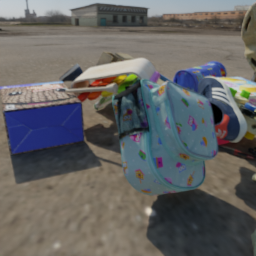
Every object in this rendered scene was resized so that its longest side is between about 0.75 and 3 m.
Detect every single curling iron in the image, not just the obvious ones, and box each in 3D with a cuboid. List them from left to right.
[{"bbox_3d":[2.599,0.540,6.738,1.133,0.145,0.281,7,64,43],"label":"curling iron"}]

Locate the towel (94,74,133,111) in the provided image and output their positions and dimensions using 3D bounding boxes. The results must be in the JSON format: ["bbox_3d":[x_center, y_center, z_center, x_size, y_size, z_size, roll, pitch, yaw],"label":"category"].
[{"bbox_3d":[-0.452,-1.260,9.591,0.243,1.585,1.182,51,46,4],"label":"towel"}]

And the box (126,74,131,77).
[{"bbox_3d":[-0.459,-1.883,11.933,1.242,0.765,1.232,12,26,27],"label":"box"}]

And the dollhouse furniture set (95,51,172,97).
[{"bbox_3d":[0.231,-1.286,9.774,2.475,1.615,2.337,34,21,11],"label":"dollhouse furniture set"}]

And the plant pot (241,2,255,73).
[{"bbox_3d":[4.369,-2.356,6.704,2.567,2.804,2.804,-16,25,-8],"label":"plant pot"}]

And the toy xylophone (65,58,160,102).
[{"bbox_3d":[-0.588,-1.253,7.971,2.742,0.689,2.008,1,34,34],"label":"toy xylophone"}]

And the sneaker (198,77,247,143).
[{"bbox_3d":[1.802,-0.525,6.166,0.839,0.744,1.985,5,39,-17],"label":"sneaker"}]

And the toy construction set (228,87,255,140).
[{"bbox_3d":[3.411,-0.216,7.159,2.908,1.340,1.907,16,16,26],"label":"toy construction set"}]

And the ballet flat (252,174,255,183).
[{"bbox_3d":[2.926,0.906,5.276,1.474,0.419,0.490,3,6,-22],"label":"ballet flat"}]

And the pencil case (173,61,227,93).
[{"bbox_3d":[3.027,-2.086,11.862,1.298,1.166,2.989,18,28,36],"label":"pencil case"}]

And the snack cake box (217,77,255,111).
[{"bbox_3d":[3.834,-1.081,9.797,1.496,0.874,2.602,-2,22,-8],"label":"snack cake box"}]

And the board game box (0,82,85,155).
[{"bbox_3d":[-2.451,-0.410,7.802,1.873,1.138,2.349,-10,25,-23],"label":"board game box"}]

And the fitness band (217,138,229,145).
[{"bbox_3d":[2.405,-0.067,8.026,1.543,0.402,2.149,21,30,36],"label":"fitness band"}]

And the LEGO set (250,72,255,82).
[{"bbox_3d":[4.915,-1.737,8.414,2.458,1.890,1.424,37,24,19],"label":"LEGO set"}]

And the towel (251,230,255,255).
[{"bbox_3d":[2.602,2.109,2.821,2.324,0.417,2.413,3,24,15],"label":"towel"}]

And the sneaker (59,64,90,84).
[{"bbox_3d":[-2.377,-2.091,12.534,1.521,1.099,0.578,-19,27,49],"label":"sneaker"}]

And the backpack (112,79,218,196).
[{"bbox_3d":[0.702,0.213,5.001,1.482,1.934,1.700,-14,-19,43],"label":"backpack"}]
